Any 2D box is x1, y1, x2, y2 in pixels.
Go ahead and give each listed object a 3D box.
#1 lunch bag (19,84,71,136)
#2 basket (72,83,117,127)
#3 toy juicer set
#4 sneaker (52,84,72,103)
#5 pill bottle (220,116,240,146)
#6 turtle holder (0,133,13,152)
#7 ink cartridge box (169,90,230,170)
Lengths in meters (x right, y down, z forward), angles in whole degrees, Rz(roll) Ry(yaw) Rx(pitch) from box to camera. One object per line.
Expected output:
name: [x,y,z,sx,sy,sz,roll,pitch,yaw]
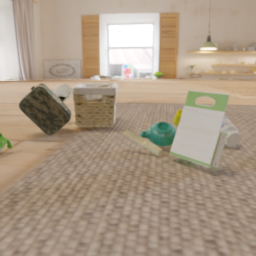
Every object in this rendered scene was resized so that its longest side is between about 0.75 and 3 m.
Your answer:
lunch bag: [-3.162,-0.790,10.991,1.307,1.875,1.573,-40,21,7]
basket: [-1.441,-1.137,12.978,1.903,1.732,2.808,0,13,-2]
toy juicer set: [1.254,0.365,9.021,2.464,0.671,1.568,-21,49,-22]
sneaker: [-3.663,-1.178,13.205,2.281,0.858,1.009,-31,38,19]
pill bottle: [3.287,0.058,9.625,0.691,0.691,1.271,-3,33,-12]
turtle holder: [-3.974,0.479,8.535,0.554,0.518,0.730,34,32,29]
ink cartridge box: [1.991,0.004,7.575,0.459,1.913,1.392,18,-1,-40]
